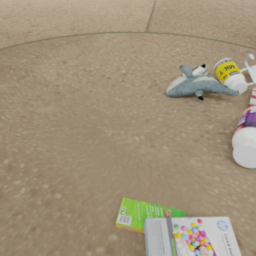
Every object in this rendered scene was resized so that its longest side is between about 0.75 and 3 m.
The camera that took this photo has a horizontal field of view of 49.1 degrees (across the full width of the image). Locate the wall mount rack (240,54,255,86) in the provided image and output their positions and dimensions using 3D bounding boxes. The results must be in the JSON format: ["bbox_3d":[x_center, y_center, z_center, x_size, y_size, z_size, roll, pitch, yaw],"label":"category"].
[{"bbox_3d":[6.556,-2.374,12.629,2.774,1.034,2.411,-15,72,-4],"label":"wall mount rack"}]

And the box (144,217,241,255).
[{"bbox_3d":[1.426,2.782,6.192,2.017,0.415,1.572,1,43,-4],"label":"box"}]

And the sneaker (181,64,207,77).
[{"bbox_3d":[3.164,-2.685,13.459,1.537,0.615,0.567,-22,44,-24],"label":"sneaker"}]

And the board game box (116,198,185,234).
[{"bbox_3d":[0.582,2.309,7.096,1.653,0.248,0.789,8,41,10],"label":"board game box"}]

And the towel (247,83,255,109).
[{"bbox_3d":[5.795,-0.860,11.204,1.808,0.285,2.510,17,46,19],"label":"towel"}]

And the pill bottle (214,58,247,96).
[{"bbox_3d":[4.544,-2.237,12.414,0.933,0.933,1.632,-8,51,-10],"label":"pill bottle"}]

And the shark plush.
[{"bbox_3d":[3.103,-1.536,11.796,2.840,1.290,1.183,19,61,16],"label":"shark plush"}]

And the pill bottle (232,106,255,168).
[{"bbox_3d":[4.057,0.290,9.015,1.194,1.194,2.143,18,41,23],"label":"pill bottle"}]
